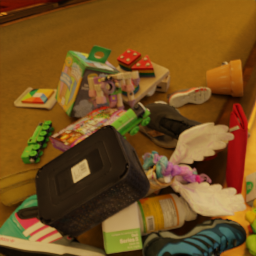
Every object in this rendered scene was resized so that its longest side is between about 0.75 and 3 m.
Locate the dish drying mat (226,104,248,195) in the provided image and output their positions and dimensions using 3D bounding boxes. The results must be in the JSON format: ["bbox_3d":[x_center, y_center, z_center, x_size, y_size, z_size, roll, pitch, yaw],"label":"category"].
[{"bbox_3d":[2.995,0.853,7.816,0.271,2.982,1.145,-6,39,7],"label":"dish drying mat"}]

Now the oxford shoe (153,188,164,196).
[{"bbox_3d":[1.063,1.731,8.852,0.329,0.329,0.923,24,43,30],"label":"oxford shoe"}]

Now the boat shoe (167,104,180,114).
[{"bbox_3d":[1.888,-0.784,12.050,0.469,0.462,1.302,-18,40,-22],"label":"boat shoe"}]

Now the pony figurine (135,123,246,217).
[{"bbox_3d":[1.381,1.293,7.459,2.708,2.806,2.336,-7,74,-11],"label":"pony figurine"}]

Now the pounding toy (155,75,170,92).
[{"bbox_3d":[1.473,-2.353,14.013,1.181,0.615,1.344,9,35,14],"label":"pounding toy"}]

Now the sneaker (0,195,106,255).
[{"bbox_3d":[-1.769,2.530,7.163,2.910,1.217,1.757,7,47,11],"label":"sneaker"}]

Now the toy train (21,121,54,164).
[{"bbox_3d":[-3.357,0.478,10.425,0.632,0.468,2.242,-5,37,8],"label":"toy train"}]

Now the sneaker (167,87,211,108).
[{"bbox_3d":[2.742,-1.565,12.841,2.118,0.816,0.867,-10,33,-14],"label":"sneaker"}]

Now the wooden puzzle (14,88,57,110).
[{"bbox_3d":[-4.153,-1.438,13.033,1.740,0.324,1.610,7,37,9],"label":"wooden puzzle"}]

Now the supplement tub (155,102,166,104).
[{"bbox_3d":[0.958,-0.509,10.380,0.821,0.821,1.244,-17,3,-21],"label":"supplement tub"}]

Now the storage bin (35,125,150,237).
[{"bbox_3d":[-0.834,1.178,6.232,2.227,1.044,1.505,-33,46,9],"label":"storage bin"}]

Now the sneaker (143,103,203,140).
[{"bbox_3d":[1.547,-0.066,8.781,2.562,0.973,1.163,19,12,-6],"label":"sneaker"}]

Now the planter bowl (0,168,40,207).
[{"bbox_3d":[-3.111,1.791,8.041,1.734,1.734,0.722,-17,77,-21],"label":"planter bowl"}]

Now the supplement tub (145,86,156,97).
[{"bbox_3d":[0.354,-2.142,13.229,1.774,1.087,1.087,16,40,30],"label":"supplement tub"}]

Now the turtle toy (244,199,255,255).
[{"bbox_3d":[3.572,2.633,7.296,1.110,0.770,1.523,28,46,33],"label":"turtle toy"}]

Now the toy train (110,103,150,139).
[{"bbox_3d":[-0.581,0.312,7.813,2.965,0.836,0.619,-40,61,-8],"label":"toy train"}]

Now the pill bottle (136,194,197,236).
[{"bbox_3d":[0.963,2.307,7.611,1.638,0.910,0.910,-8,38,-12],"label":"pill bottle"}]

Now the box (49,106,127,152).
[{"bbox_3d":[-1.174,0.061,9.141,2.325,0.455,1.591,-35,33,-32],"label":"box"}]

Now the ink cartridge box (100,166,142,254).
[{"bbox_3d":[-0.267,1.931,6.952,0.836,1.448,1.991,-5,73,-7],"label":"ink cartridge box"}]

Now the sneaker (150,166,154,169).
[{"bbox_3d":[0.916,1.181,8.282,0.340,0.798,0.311,4,63,-26],"label":"sneaker"}]

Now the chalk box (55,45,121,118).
[{"bbox_3d":[-1.567,-1.973,11.302,1.742,2.800,1.733,4,29,-40],"label":"chalk box"}]

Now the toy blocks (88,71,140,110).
[{"bbox_3d":[-0.398,-1.107,9.567,1.563,1.408,1.673,-14,14,-26],"label":"toy blocks"}]

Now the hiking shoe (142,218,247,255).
[{"bbox_3d":[1.684,2.938,6.553,2.627,0.977,1.139,-10,21,-9],"label":"hiking shoe"}]

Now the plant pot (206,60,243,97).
[{"bbox_3d":[4.535,-2.249,13.212,1.529,1.670,1.670,-5,34,21],"label":"plant pot"}]

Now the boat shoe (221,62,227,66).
[{"bbox_3d":[5.158,-3.280,15.348,0.545,0.439,1.175,8,38,-2],"label":"boat shoe"}]

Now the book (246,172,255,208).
[{"bbox_3d":[4.264,1.520,8.148,0.419,1.744,1.165,40,39,-10],"label":"book"}]

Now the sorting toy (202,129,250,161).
[{"bbox_3d":[3.067,0.587,9.347,2.719,0.364,2.026,-20,-3,-21],"label":"sorting toy"}]

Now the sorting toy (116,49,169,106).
[{"bbox_3d":[0.128,-2.360,12.177,2.335,0.812,2.321,-42,50,-17],"label":"sorting toy"}]

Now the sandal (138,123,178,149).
[{"bbox_3d":[1.141,0.079,10.713,2.207,0.596,0.886,36,52,26],"label":"sandal"}]
